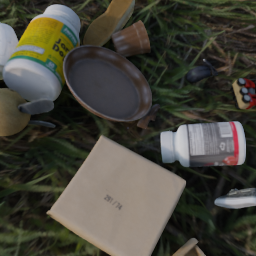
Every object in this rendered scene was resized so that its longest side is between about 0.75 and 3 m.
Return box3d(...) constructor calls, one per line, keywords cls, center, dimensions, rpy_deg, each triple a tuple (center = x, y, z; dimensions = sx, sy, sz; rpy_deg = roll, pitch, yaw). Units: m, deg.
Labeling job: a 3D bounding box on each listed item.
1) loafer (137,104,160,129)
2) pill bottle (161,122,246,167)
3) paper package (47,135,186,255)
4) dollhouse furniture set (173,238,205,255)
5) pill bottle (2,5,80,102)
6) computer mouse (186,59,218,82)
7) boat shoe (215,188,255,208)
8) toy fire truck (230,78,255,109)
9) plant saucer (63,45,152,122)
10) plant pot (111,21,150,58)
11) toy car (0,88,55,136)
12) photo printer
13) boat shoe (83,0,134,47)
box3d(cls="loafer", center=(0.660, -0.313, 8.217), dimensions=(0.330, 0.340, 0.930), rpy_deg=(41, 77, 7))
box3d(cls="pill bottle", center=(1.890, 0.446, 7.284), dimensions=(2.010, 1.113, 1.113), rpy_deg=(-4, 64, 11))
box3d(cls="paper package", center=(-0.197, 1.747, 6.708), dimensions=(2.387, 1.235, 2.275), rpy_deg=(28, 68, 13))
box3d(cls="dollhouse furniture set", center=(1.642, 3.116, 5.158), dimensions=(2.624, 2.856, 1.859), rpy_deg=(-36, 70, -15))
box3d(cls="pill bottle", center=(-2.382, -2.295, 8.338), dimensions=(1.611, 1.611, 2.856), rpy_deg=(10, 57, 5))
box3d(cls="computer mouse", center=(2.314, -1.804, 8.922), dimensions=(0.998, 0.263, 0.691), rpy_deg=(-27, 68, -12))
box3d(cls="boat shoe", center=(2.642, 1.691, 6.798), dimensions=(0.424, 1.175, 0.417), rpy_deg=(28, 59, -29))
box3d(cls="toy fire truck", center=(3.764, -1.056, 8.421), dimensions=(1.025, 0.659, 0.902), rpy_deg=(1, 63, -12))
box3d(cls="plant saucer", center=(-0.580, -1.222, 7.956), dimensions=(2.726, 0.437, 2.726), rpy_deg=(19, 48, -23))
box3d(cls="plant pot", center=(0.060, -2.757, 9.018), dimensions=(1.040, 1.050, 1.050), rpy_deg=(-20, 66, 0))
box3d(cls="toy car", center=(-3.337, -0.692, 7.397), dimensions=(2.853, 2.344, 2.251), rpy_deg=(12, 65, -6))
box3d(cls="photo printer", center=(-4.658, -2.354, 8.874), dimensions=(2.328, 0.808, 1.937), rpy_deg=(-10, 64, -5))
box3d(cls="boat shoe", center=(-0.557, -3.446, 9.412), dimensions=(0.848, 0.795, 2.299), rpy_deg=(42, 92, 15))
